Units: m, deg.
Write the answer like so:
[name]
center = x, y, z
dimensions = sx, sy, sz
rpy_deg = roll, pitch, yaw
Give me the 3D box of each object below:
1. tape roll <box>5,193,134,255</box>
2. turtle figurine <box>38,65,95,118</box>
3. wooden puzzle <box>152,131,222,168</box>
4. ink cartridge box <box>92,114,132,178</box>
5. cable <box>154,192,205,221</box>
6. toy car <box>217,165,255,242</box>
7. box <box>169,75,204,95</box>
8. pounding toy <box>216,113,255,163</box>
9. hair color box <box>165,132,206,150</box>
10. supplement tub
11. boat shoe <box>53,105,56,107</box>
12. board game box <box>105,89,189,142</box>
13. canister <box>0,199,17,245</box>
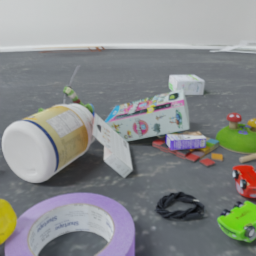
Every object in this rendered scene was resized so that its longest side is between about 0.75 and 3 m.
[tape roll]
center = -1.052, 2.248, 5.391
dimensions = 2.353, 0.772, 2.353
rpy_deg = 0, 23, 0
[turtle figurine]
center = -2.802, -0.905, 11.779
dimensions = 1.816, 2.524, 2.447
rpy_deg = -16, 11, 47
[wooden puzzle]
center = 2.128, 0.596, 10.231
dimensions = 2.976, 0.209, 1.765
rpy_deg = 19, 29, 39
[ink cartridge box]
center = -0.608, 0.505, 8.822
dimensions = 0.411, 1.638, 1.887
rpy_deg = -43, 19, 13
[cable]
center = 1.219, 1.892, 6.897
dimensions = 1.212, 0.308, 0.989
rpy_deg = -4, 22, -9
[toy car]
center = 3.022, 1.926, 6.410
dimensions = 2.622, 0.621, 2.786
rpy_deg = -15, 26, -31
[box]
center = 3.603, -2.721, 17.512
dimensions = 1.685, 0.923, 1.910
rpy_deg = -3, 22, -7
[pounding toy]
center = 4.313, 0.160, 10.087
dimensions = 1.879, 1.130, 2.434
rpy_deg = -4, 22, -9
[hair color box]
center = 1.998, 0.446, 9.768
dimensions = 1.233, 0.400, 0.674
rpy_deg = -2, 19, -9
[supplement tub]
center = -2.291, 0.336, 8.665
dimensions = 1.843, 1.843, 2.553
rpy_deg = 10, 24, 24
[boat shoe]
center = -3.283, -0.790, 13.123
dimensions = 1.916, 0.622, 0.691
rpy_deg = 3, 22, 7
[board game box]
center = 0.790, -0.460, 10.865
dimensions = 2.965, 0.953, 2.187
rpy_deg = -13, 19, 15
[canister]
center = -3.133, 1.956, 5.098
dimensions = 1.875, 0.812, 1.393
rpy_deg = -16, 13, 31
